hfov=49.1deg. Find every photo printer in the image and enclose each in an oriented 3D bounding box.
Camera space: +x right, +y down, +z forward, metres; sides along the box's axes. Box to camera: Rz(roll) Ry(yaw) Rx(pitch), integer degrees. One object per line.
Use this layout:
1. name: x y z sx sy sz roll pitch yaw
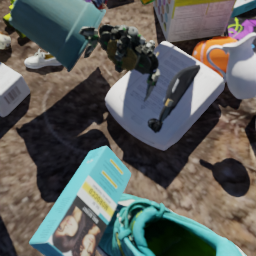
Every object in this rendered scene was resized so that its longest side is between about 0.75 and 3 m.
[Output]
1. photo printer: 0.902 -0.842 7.488 2.240 0.935 2.692 38 69 17

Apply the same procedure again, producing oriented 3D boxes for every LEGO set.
1. LEGO set: -0.191 -1.662 4.780 1.806 2.782 0.788 22 66 31

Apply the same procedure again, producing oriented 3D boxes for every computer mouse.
1. computer mouse: 0.617 -0.464 4.054 0.281 0.857 1.221 34 99 9

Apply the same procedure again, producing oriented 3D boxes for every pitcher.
1. pitcher: 2.335 -1.269 6.083 1.077 1.255 0.761 -8 20 32

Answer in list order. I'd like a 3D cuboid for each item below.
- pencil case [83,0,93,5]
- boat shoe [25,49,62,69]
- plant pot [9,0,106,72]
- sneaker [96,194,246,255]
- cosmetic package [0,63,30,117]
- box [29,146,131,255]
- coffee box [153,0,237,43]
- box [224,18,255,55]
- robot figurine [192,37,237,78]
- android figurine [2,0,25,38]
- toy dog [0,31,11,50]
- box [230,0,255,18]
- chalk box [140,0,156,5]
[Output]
1. pencil case: -1.755 -3.568 6.587 2.807 1.200 1.178 -6 66 -34
2. boat shoe: -2.548 -2.106 8.405 1.185 0.505 0.438 -3 62 -2
3. plant pot: -1.490 -2.223 5.815 1.502 1.534 1.534 31 62 -19
4. sneaker: 0.270 1.182 3.193 1.038 1.067 2.678 -47 28 -25
5. cosmetic package: -4.016 -1.370 7.861 2.213 0.819 1.125 31 66 17
6. box: -0.455 0.852 3.155 0.548 0.327 1.332 51 42 -20
7. coffee box: 1.981 -4.099 8.652 1.934 1.913 1.931 -10 63 -5
8. box: 3.877 -2.535 8.703 1.539 0.389 2.153 2 63 1
9. robot figurine: 2.533 -2.030 7.984 1.598 1.150 0.932 8 17 35
10. android figurine: -2.957 -3.986 9.433 2.329 0.478 2.120 -42 69 -18
11. toy dog: -4.163 -2.682 8.700 0.993 0.693 0.963 4 27 4
12. box: 3.905 -4.384 9.650 1.753 0.431 0.721 -25 65 -13
13. chalk box: 0.747 -4.118 6.138 1.350 1.357 2.180 -10 52 33
